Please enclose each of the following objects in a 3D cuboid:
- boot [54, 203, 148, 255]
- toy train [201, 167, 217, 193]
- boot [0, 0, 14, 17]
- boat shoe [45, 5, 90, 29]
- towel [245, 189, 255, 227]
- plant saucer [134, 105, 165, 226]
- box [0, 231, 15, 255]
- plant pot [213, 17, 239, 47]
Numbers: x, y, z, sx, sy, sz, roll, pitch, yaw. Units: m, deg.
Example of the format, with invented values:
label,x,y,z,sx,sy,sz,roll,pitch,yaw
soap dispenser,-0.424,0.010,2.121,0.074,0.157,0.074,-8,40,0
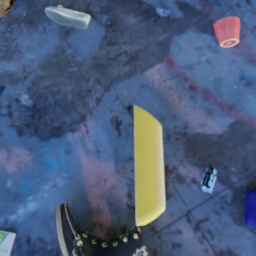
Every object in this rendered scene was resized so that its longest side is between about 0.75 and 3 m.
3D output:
label,x,y,z,sx,sy,sz,roll,pitch,yaw
boot,-0.720,3.316,8.052,2.238,1.088,2.973,-20,76,-6
toy train,2.592,1.641,8.934,0.356,0.469,0.820,7,51,38
boot,-5.152,-4.675,10.912,0.961,0.937,2.546,9,69,-8
boat shoe,-2.357,-4.373,10.926,1.706,0.629,0.547,14,66,1
towel,4.431,2.625,8.699,1.581,0.392,1.168,13,65,4
plant saucer,0.638,1.185,7.790,0.701,2.893,2.892,-3,71,6
box,-3.813,3.558,8.479,0.561,0.141,0.777,9,71,3
plant pot,3.746,-3.556,10.533,0.939,0.939,0.831,-4,81,-1
